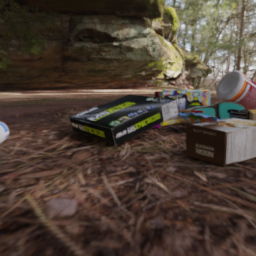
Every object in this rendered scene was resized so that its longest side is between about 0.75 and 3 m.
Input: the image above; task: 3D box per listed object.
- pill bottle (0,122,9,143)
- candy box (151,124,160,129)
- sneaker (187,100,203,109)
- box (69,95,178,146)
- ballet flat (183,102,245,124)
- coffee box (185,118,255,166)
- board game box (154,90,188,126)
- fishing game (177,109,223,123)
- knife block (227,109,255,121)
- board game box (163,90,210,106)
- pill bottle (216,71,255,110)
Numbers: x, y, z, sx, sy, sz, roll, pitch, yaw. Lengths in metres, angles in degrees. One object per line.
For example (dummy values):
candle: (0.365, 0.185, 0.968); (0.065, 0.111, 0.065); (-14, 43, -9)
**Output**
pill bottle: (-3.411, 0.145, 7.131); (0.575, 0.575, 1.024); (-3, 4, -15)
candy box: (0.205, -0.300, 10.149); (1.141, 0.510, 1.673); (-8, 12, -35)
sneaker: (2.534, -0.827, 12.739); (2.015, 0.786, 0.858); (5, -31, -35)
box: (-0.153, -0.362, 8.349); (2.414, 0.574, 2.332); (-25, 25, -32)
ballet flat: (3.309, -0.583, 10.868); (2.454, 0.827, 0.782); (-4, 4, -13)
coffee box: (2.254, 0.251, 6.248); (1.799, 0.717, 1.029); (-7, 12, -36)
board game box: (1.665, -0.794, 10.754); (1.549, 1.280, 0.439); (-9, 13, -42)
fishing game: (2.426, -0.213, 9.245); (1.681, 0.365, 2.348); (10, -5, 44)
knife block: (4.312, -0.186, 8.689); (2.354, 0.753, 2.067); (2, 11, 16)
board game box: (2.970, -1.376, 14.483); (2.252, 1.181, 1.160); (0, 9, 1)
pill bottle: (4.838, -1.244, 11.447); (2.309, 1.304, 1.304); (27, -1, -23)
